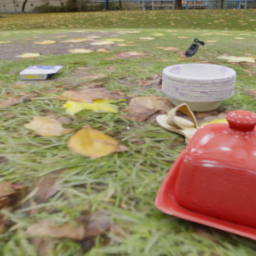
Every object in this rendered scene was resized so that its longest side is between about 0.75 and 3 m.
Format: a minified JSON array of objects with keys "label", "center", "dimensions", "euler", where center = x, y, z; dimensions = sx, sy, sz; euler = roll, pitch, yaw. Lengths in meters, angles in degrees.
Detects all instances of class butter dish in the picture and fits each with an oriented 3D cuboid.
[{"label":"butter dish","center":[2.254,0.640,5.888],"dimensions":[2.797,2.073,2.805],"euler":[11,26,22]}]

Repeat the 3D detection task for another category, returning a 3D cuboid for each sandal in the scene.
[{"label":"sandal","center":[1.902,-0.283,9.255],"dimensions":[1.104,0.990,3.010],"euler":[-9,26,-19]}]

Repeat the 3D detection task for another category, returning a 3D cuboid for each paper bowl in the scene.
[{"label":"paper bowl","center":[2.870,-1.677,11.699],"dimensions":[2.919,1.518,2.919],"euler":[0,24,0]}]

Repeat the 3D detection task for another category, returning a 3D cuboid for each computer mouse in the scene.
[{"label":"computer mouse","center":[2.901,-3.448,12.343],"dimensions":[0.249,0.946,0.655],"euler":[33,11,-48]}]

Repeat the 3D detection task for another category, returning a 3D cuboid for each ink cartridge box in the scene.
[{"label":"ink cartridge box","center":[-5.070,-3.277,16.611],"dimensions":[2.032,0.477,2.008],"euler":[2,23,0]}]
